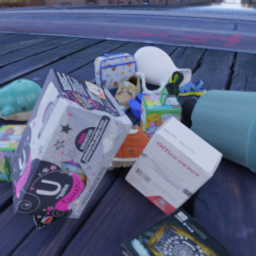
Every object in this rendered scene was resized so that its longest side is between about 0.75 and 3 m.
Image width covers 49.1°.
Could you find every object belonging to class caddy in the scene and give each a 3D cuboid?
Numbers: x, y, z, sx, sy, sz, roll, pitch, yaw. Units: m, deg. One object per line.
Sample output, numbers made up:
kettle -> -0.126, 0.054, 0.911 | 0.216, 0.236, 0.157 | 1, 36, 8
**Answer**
caddy -> 0.620, -0.856, 11.810 | 0.938, 0.697, 1.327 | -33, 37, -9

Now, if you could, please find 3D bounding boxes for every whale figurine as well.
whale figurine -> -4.890, -1.181, 11.529 | 2.859, 1.483, 2.274 | -4, 31, -7

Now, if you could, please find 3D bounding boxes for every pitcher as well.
pitcher -> 1.283, -2.812, 14.291 | 2.552, 1.803, 2.975 | -29, 51, -23

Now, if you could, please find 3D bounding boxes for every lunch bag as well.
lunch bag -> -0.653, -2.882, 14.159 | 2.194, 1.758, 0.829 | -17, 34, -28

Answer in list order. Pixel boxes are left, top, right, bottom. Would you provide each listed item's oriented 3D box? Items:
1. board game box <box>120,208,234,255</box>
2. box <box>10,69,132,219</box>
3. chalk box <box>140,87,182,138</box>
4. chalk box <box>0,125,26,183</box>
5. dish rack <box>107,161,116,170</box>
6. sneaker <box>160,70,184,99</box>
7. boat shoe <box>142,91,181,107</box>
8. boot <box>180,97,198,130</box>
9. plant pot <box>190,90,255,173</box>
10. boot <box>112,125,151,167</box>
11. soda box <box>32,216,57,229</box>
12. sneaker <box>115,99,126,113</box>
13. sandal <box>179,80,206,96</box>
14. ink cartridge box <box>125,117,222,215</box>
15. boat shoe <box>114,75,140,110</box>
board game box -> 1.324, 2.941, 5.622 | 1.834, 0.382, 2.712 | -19, 36, -29
box -> -1.492, 0.432, 6.540 | 1.629, 2.839, 1.876 | 16, 25, -33
chalk box -> 1.107, -0.414, 9.756 | 1.217, 1.963, 1.225 | -2, 30, -3
chalk box -> -3.466, 0.844, 8.433 | 1.142, 1.147, 1.844 | 0, 29, 0
dish rack -> -0.372, 1.021, 8.885 | 1.086, 0.236, 0.932 | -13, 21, -23
sneaker -> 1.840, -1.577, 11.982 | 0.727, 0.793, 1.862 | 31, 57, 2
boat shoe -> 1.437, -1.111, 12.218 | 1.946, 0.726, 0.606 | 26, 37, 26
boot -> 2.506, -0.648, 10.360 | 1.115, 1.694, 0.591 | -29, 59, -25
plant pot -> 3.572, -0.024, 8.721 | 2.651, 2.706, 2.706 | 19, 35, 41
boot -> 0.558, 0.493, 8.409 | 2.196, 1.178, 0.824 | -2, -2, -27
soda box -> -2.403, 1.872, 7.318 | 0.543, 0.486, 1.533 | -20, 37, -28
sneaker -> -0.963, -1.047, 11.873 | 0.877, 0.870, 2.420 | -29, 46, -19
sandal -> 2.973, -1.966, 13.644 | 1.680, 0.731, 0.668 | -2, 32, 0
ink cartridge box -> 1.036, 0.978, 6.860 | 1.509, 2.055, 0.852 | 39, 45, 10
boat shoe -> -0.084, -1.697, 12.970 | 1.023, 0.917, 2.763 | 7, 31, 11
